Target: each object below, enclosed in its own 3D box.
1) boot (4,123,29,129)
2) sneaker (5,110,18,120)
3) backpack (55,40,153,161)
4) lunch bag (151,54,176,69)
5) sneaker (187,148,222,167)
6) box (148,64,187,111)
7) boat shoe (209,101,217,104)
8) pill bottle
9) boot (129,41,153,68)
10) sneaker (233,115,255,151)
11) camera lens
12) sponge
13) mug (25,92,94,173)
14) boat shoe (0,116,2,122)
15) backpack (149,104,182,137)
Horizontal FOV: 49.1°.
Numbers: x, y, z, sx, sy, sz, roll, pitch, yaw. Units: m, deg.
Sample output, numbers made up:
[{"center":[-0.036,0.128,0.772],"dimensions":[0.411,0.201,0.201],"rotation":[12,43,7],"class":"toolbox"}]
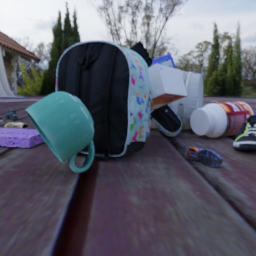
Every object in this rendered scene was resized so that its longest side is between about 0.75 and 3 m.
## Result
[{"center":[-4.328,-0.051,10.918],"dimensions":[0.598,0.280,0.769],"rotation":[7,8,40],"class":"boot"},{"center":[-6.014,-0.688,14.443],"dimensions":[0.461,0.485,1.223],"rotation":[-11,12,-43],"class":"sneaker"},{"center":[-0.619,-0.760,7.195],"dimensions":[2.453,2.764,2.081],"rotation":[4,10,29],"class":"backpack"},{"center":[1.200,-2.057,13.205],"dimensions":[2.301,2.706,1.676],"rotation":[-24,53,2],"class":"lunch bag"},{"center":[1.746,0.619,6.241],"dimensions":[0.383,0.368,0.977],"rotation":[1,9,-27],"class":"sneaker"},{"center":[0.673,-1.103,8.379],"dimensions":[1.657,0.881,1.262],"rotation":[-20,-12,39],"class":"box"},{"center":[3.943,-0.909,12.887],"dimensions":[0.696,0.576,1.937],"rotation":[13,20,25],"class":"boat shoe"},{"center":[3.152,-0.274,9.458],"dimensions":[2.026,1.145,1.145],"rotation":[-6,11,-30],"class":"pill bottle"},{"center":[-0.198,-2.210,9.260],"dimensions":[1.727,0.780,2.107],"rotation":[-35,-32,7],"class":"boot"},{"center":[3.387,0.091,7.839],"dimensions":[0.774,0.894,2.160],"rotation":[4,9,22],"class":"sneaker"},{"center":[1.398,-1.065,10.916],"dimensions":[2.782,2.225,2.225],"rotation":[3,9,20],"class":"camera lens"},{"center":[-3.670,0.279,8.457],"dimensions":[2.376,0.354,1.325],"rotation":[2,8,12],"class":"sponge"},{"center":[-1.194,0.012,5.468],"dimensions":[0.912,1.474,1.211],"rotation":[-36,42,-18],"class":"mug"},{"center":[-6.310,-0.401,13.136],"dimensions":[0.355,0.290,0.960],"rotation":[4,9,25],"class":"boat shoe"},{"center":[1.328,-0.206,9.416],"dimensions":[0.856,0.807,1.050],"rotation":[-40,61,-20],"class":"backpack"}]
